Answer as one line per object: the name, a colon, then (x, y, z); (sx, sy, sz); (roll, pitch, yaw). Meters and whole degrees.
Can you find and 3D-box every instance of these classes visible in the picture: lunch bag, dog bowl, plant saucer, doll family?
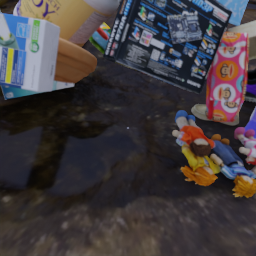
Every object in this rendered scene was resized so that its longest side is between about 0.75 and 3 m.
lunch bag: (1.865, -0.915, 5.316); (0.654, 1.597, 1.407); (8, 6, 18)
dog bowl: (1.692, -2.808, 5.808); (1.245, 0.554, 2.234); (17, 32, -16)
plant saucer: (-2.037, -1.334, 5.038); (2.923, 0.547, 2.923); (12, 3, -1)
doll family: (2.039, 0.713, 6.103); (2.620, 1.181, 1.626); (12, 30, -13)

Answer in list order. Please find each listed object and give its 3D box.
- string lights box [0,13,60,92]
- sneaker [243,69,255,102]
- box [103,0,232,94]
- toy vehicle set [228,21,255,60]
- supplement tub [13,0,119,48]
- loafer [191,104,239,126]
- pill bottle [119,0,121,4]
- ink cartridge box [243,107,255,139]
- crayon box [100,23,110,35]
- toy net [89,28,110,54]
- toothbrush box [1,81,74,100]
string lights box: (-1.636, -0.935, 3.271); (1.519, 0.781, 0.448); (11, 11, 5)
sneaker: (4.303, -1.332, 8.382); (2.274, 1.131, 0.791); (8, 39, 11)
box: (0.619, -1.345, 4.001); (1.680, 1.335, 0.386); (13, 12, -34)
toy vehicle set: (3.408, -2.057, 6.086); (2.345, 1.457, 0.311); (-13, 80, 16)
supplement tub: (-1.096, -2.483, 5.446); (1.461, 2.010, 1.461); (34, 35, -29)
loafer: (2.458, -0.466, 7.849); (1.325, 0.452, 0.501); (14, 41, 17)
pill bottle: (-0.140, -4.445, 8.744); (0.884, 0.884, 1.581); (-20, 12, -23)
ink cartridge box: (4.722, -0.200, 6.743); (2.914, 0.638, 2.941); (31, 64, 29)
crayon box: (-1.317, -4.643, 13.136); (0.669, 0.328, 1.126); (-15, 41, -18)
toy net: (-1.175, -2.651, 6.820); (0.475, 2.458, 1.289); (-42, 33, 13)
toothbrush box: (-3.098, -1.930, 9.269); (2.216, 0.945, 1.623); (-16, 41, -19)
